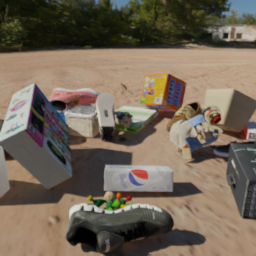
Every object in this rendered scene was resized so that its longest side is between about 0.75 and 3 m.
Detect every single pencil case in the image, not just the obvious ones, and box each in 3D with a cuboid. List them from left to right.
[{"bbox_3d":[-0.542,-0.542,12.994,1.576,0.705,0.613,17,13,38],"label":"pencil case"}]

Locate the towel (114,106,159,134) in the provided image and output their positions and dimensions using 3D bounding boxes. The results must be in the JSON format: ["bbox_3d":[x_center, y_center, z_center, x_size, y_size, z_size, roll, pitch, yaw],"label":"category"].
[{"bbox_3d":[0.101,-0.458,14.207,2.174,0.447,2.914,8,25,25],"label":"towel"}]

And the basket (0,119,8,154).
[{"bbox_3d":[-4.596,0.352,10.791,1.950,1.326,1.758,3,37,-4],"label":"basket"}]

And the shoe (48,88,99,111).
[{"bbox_3d":[-2.495,-1.235,12.862,2.306,0.824,1.049,5,42,6],"label":"shoe"}]

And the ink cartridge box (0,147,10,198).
[{"bbox_3d":[-4.635,1.263,8.118,2.043,1.479,0.858,5,22,13],"label":"ink cartridge box"}]

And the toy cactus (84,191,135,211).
[{"bbox_3d":[-0.530,1.988,7.565,1.419,0.726,1.171,-10,12,-2],"label":"toy cactus"}]

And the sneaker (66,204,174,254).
[{"bbox_3d":[-0.248,2.345,6.331,2.544,0.846,1.151,-1,24,8],"label":"sneaker"}]

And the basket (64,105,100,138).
[{"bbox_3d":[-1.956,-0.328,12.738,1.380,1.110,1.368,8,22,17],"label":"basket"}]

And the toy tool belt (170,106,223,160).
[{"bbox_3d":[2.776,0.284,10.544,2.248,1.404,1.382,-26,52,-5],"label":"toy tool belt"}]

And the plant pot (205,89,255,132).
[{"bbox_3d":[4.433,-0.722,12.501,1.705,1.511,1.707,19,-4,-26],"label":"plant pot"}]

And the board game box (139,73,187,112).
[{"bbox_3d":[1.850,-1.833,14.844,1.623,1.622,1.624,14,-4,-41],"label":"board game box"}]

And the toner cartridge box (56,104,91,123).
[{"bbox_3d":[-2.952,-0.728,13.819,2.277,1.081,0.491,1,22,4],"label":"toner cartridge box"}]

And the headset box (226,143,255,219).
[{"bbox_3d":[4.187,1.468,7.946,2.628,1.219,2.288,2,22,7],"label":"headset box"}]

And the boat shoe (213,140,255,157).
[{"bbox_3d":[4.145,0.737,10.743,1.707,0.565,0.597,0,21,-1],"label":"boat shoe"}]

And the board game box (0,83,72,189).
[{"bbox_3d":[-2.871,0.163,9.127,0.957,2.197,2.978,-29,35,4],"label":"board game box"}]

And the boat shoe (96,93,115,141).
[{"bbox_3d":[-1.001,-0.457,12.213,0.840,1.043,2.250,3,49,-7],"label":"boat shoe"}]

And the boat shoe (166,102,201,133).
[{"bbox_3d":[2.654,-0.556,13.204,1.057,1.032,2.795,21,31,25],"label":"boat shoe"}]

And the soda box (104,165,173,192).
[{"bbox_3d":[0.299,1.501,8.367,2.019,0.640,0.689,1,4,-1],"label":"soda box"}]

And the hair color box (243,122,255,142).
[{"bbox_3d":[5.606,0.182,12.318,0.822,0.474,1.483,6,20,14],"label":"hair color box"}]
